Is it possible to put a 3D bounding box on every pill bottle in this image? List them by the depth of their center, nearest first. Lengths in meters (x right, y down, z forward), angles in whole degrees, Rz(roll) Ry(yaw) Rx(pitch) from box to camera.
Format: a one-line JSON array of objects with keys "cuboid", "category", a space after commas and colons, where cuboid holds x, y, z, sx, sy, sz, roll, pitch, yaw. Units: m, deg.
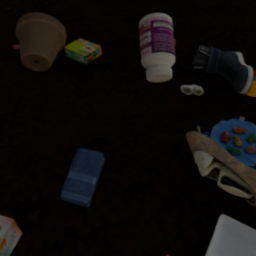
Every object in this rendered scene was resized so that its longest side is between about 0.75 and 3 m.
[{"cuboid": [1.206, -3.258, 11.626, 1.422, 1.422, 2.533, -3, 80, -3], "category": "pill bottle"}]

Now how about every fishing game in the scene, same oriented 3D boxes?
[{"cuboid": [3.827, 0.369, 9.414, 2.885, 0.448, 2.066, 4, 48, 6], "category": "fishing game"}]

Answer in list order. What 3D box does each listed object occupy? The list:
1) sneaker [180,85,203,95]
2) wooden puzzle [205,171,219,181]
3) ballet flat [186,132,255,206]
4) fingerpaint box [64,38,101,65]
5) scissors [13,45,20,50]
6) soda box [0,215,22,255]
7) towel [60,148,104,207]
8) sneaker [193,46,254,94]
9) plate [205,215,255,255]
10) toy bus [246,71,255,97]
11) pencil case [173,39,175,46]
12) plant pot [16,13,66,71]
[{"cuboid": [2.598, -1.600, 11.529, 0.938, 0.365, 0.466, 10, 38, -2], "category": "sneaker"}, {"cuboid": [2.588, 1.375, 8.661, 0.801, 0.056, 0.475, 18, 47, 17], "category": "wooden puzzle"}, {"cuboid": [2.719, 1.169, 8.201, 2.944, 1.002, 0.990, 35, 65, 27], "category": "ballet flat"}, {"cuboid": [-2.181, -3.694, 13.495, 1.370, 0.503, 1.143, 27, 51, 24], "category": "fingerpaint box"}, {"cuboid": [-5.357, -4.246, 14.363, 1.083, 0.075, 0.396, -26, 48, -22], "category": "scissors"}, {"cuboid": [-4.069, 2.503, 6.962, 2.601, 0.827, 0.889, 11, 46, 13], "category": "soda box"}, {"cuboid": [-1.303, 1.408, 8.100, 0.885, 0.385, 1.584, 16, 66, 3], "category": "towel"}, {"cuboid": [3.833, -2.463, 11.652, 2.145, 1.128, 2.968, 12, 35, -3], "category": "sneaker"}, {"cuboid": [2.801, 3.328, 6.476, 2.063, 0.333, 2.059, 22, 48, 21], "category": "plate"}, {"cuboid": [5.130, -1.931, 11.353, 0.718, 1.016, 1.059, 4, 43, 6], "category": "toy bus"}, {"cuboid": [1.794, -4.505, 14.277, 0.602, 0.576, 1.391, -39, 55, -12], "category": "pencil case"}, {"cuboid": [-3.973, -3.647, 12.585, 2.208, 2.208, 1.926, -1, 63, -1], "category": "plant pot"}]
